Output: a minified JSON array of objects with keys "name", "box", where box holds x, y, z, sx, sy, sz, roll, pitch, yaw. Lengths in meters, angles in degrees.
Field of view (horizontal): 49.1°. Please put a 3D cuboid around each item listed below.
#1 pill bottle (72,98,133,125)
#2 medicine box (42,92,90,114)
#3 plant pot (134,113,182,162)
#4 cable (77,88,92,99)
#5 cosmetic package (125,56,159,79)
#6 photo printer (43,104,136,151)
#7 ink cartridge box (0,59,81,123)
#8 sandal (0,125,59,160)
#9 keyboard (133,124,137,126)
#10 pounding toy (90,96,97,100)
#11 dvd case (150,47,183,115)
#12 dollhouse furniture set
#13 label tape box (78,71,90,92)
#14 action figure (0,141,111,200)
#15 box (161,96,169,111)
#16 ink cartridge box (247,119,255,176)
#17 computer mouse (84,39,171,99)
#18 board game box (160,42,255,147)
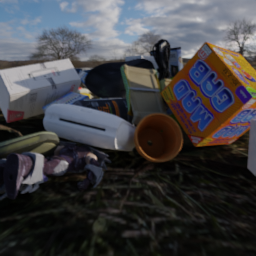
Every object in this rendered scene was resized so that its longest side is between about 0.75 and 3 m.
[{"name":"pill bottle","box":[-0.974,-0.291,8.308,2.112,1.122,1.122,-7,15,-28]},{"name":"medicine box","box":[-2.048,-0.590,9.614,1.274,0.720,1.398,-34,29,-26]},{"name":"plant pot","box":[0.580,0.283,6.250,1.055,1.055,0.739,-4,-14,-15]},{"name":"cable","box":[-2.729,-1.534,12.468,2.469,0.621,1.199,-4,34,-46]},{"name":"cosmetic package","box":[0.567,-1.427,10.359,1.191,2.349,0.837,-8,12,-44]},{"name":"photo printer","box":[-0.763,0.026,6.319,1.746,0.729,2.099,13,-3,13]},{"name":"ink cartridge box","box":[-3.262,-1.351,10.221,2.581,1.068,1.891,-20,-18,-33]},{"name":"sandal","box":[-2.680,0.335,5.055,2.887,0.824,1.146,-8,-13,12]},{"name":"keyboard","box":[0.592,-0.359,9.222,0.169,0.789,1.314,6,12,-38]},{"name":"pounding toy","box":[-1.076,-0.763,10.481,1.723,0.988,0.985,7,14,6]},{"name":"dvd case","box":[1.540,-1.708,10.929,0.236,2.694,1.922,-15,17,-22]},{"name":"dollhouse furniture set","box":[0.549,-0.706,7.864,2.315,1.516,1.162,0,-20,-40]},{"name":"label tape box","box":[-1.651,-1.839,11.308,0.401,0.868,1.212,-46,27,-6]},{"name":"action figure","box":[-1.319,0.695,5.015,1.527,0.814,2.346,0,3,30]},{"name":"box","box":[0.628,-0.708,8.157,1.012,0.714,0.399,17,49,-15]},{"name":"ink cartridge box","box":[3.584,0.470,4.684,2.623,1.087,1.925,3,5,13]},{"name":"computer mouse","box":[0.064,-1.533,8.729,2.835,1.963,0.747,-14,54,-3]},{"name":"board game box","box":[2.258,-0.751,6.936,1.726,1.724,1.724,0,52,-43]}]
